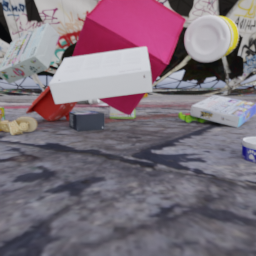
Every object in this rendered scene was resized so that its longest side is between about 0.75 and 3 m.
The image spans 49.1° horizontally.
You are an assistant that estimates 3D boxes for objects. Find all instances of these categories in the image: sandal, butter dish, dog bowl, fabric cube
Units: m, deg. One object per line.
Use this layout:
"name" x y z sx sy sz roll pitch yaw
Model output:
"sandal" -4.007 0.052 9.897 1.759 0.645 0.578 -3 37 27
"butter dish" -3.297 -1.106 13.594 2.345 1.734 2.339 -41 3 15
"dog bowl" 3.257 0.521 6.533 1.122 0.442 1.122 0 9 0
"fabric cube" -0.110 -2.850 10.260 2.919 2.975 2.966 30 -38 -6

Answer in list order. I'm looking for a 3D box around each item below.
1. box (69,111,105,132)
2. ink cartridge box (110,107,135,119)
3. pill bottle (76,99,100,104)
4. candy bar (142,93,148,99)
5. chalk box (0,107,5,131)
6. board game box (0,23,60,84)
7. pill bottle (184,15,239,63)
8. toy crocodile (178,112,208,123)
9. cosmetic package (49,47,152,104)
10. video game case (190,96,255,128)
"box" -1.644 -0.292 11.089 1.128 0.695 1.119 -5 11 -27
"ink cartridge box" -0.295 -1.381 14.672 1.294 1.751 0.663 1 9 7
"pill bottle" -3.994 -2.922 25.563 2.696 1.535 1.535 2 9 6
"candy bar" 0.357 -2.274 12.404 0.649 2.603 0.288 -14 -36 7
"chalk box" -5.253 -0.326 10.540 0.920 0.914 1.474 1 9 -1
"board game box" -3.512 -2.570 9.834 2.100 1.549 0.675 -10 -35 32
"pill bottle" 3.060 -3.165 9.877 1.467 1.467 2.635 5 21 29
"toy crocodile" 3.133 -0.505 13.177 1.548 0.478 0.523 1 9 2
"cosmetic package" -0.654 -1.463 7.558 2.487 0.643 1.875 -7 30 5
"video game case" 4.384 -0.813 12.756 2.172 0.544 2.396 17 27 37
